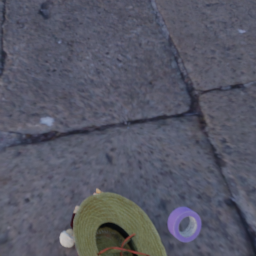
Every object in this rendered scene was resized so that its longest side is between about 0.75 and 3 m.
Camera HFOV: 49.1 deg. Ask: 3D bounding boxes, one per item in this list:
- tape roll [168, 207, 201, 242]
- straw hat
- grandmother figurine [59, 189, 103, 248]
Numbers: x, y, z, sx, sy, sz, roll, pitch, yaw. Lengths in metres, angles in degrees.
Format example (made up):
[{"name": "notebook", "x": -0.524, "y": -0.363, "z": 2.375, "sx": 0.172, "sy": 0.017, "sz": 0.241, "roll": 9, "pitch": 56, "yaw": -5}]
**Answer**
[{"name": "tape roll", "x": 1.404, "y": 2.408, "z": 6.996, "sx": 0.779, "sy": 0.331, "sz": 0.779, "roll": -1, "pitch": 93, "yaw": -19}, {"name": "straw hat", "x": -0.423, "y": 3.157, "z": 7.105, "sx": 2.804, "sy": 1.187, "sz": 2.804, "roll": 27, "pitch": 32, "yaw": -19}, {"name": "grandmother figurine", "x": -1.229, "y": 2.596, "z": 7.941, "sx": 1.771, "sy": 0.536, "sz": 1.074, "roll": -48, "pitch": 27, "yaw": -20}]
